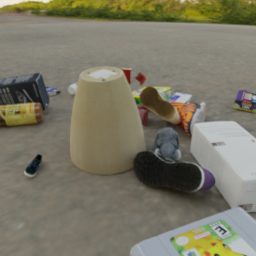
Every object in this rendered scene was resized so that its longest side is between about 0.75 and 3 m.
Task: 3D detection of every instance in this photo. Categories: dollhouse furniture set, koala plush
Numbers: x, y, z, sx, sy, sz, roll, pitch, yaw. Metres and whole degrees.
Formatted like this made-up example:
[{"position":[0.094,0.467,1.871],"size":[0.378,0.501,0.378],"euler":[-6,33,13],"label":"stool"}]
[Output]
[{"position":[0.232,-1.193,10.833],"size":[1.122,2.085,0.848],"euler":[5,27,7],"label":"dollhouse furniture set"},{"position":[1.202,0.610,8.690],"size":[0.906,0.939,1.022],"euler":[4,40,6],"label":"koala plush"}]

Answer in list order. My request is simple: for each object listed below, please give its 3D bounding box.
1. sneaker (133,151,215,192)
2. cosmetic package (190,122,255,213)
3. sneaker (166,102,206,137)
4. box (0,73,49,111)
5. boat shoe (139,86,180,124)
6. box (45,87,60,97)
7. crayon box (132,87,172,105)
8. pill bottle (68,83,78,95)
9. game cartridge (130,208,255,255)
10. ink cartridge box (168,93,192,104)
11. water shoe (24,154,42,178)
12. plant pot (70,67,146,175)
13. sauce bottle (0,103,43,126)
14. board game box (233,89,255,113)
[{"position":[1.173,1.241,7.524],"size":[1.028,0.889,2.347],"euler":[17,-3,-44],"label":"sneaker"},{"position":[2.963,0.907,7.738],"size":[1.500,1.092,2.951],"euler":[-5,26,-11],"label":"cosmetic package"},{"position":[2.048,-0.341,10.575],"size":[1.509,1.045,2.693],"euler":[5,16,19],"label":"sneaker"},{"position":[-4.440,-1.403,11.781],"size":[1.872,1.385,0.976],"euler":[-8,32,-1],"label":"box"},{"position":[1.184,-0.853,10.699],"size":[0.812,0.731,2.250],"euler":[-47,41,4],"label":"boat shoe"},{"position":[-4.196,-1.897,14.445],"size":[1.234,0.200,0.747],"euler":[17,31,34],"label":"box"},{"position":[0.908,-1.422,12.840],"size":[1.505,0.509,1.745],"euler":[10,27,41],"label":"crayon box"},{"position":[-2.624,-1.967,14.094],"size":[0.520,0.520,0.932],"euler":[9,22,18],"label":"pill bottle"},{"position":[1.669,2.524,5.124],"size":[2.801,0.567,1.868],"euler":[-11,32,-22],"label":"game cartridge"},{"position":[2.311,-1.197,12.883],"size":[0.811,0.320,1.630],"euler":[14,31,27],"label":"ink cartridge box"},{"position":[-2.752,1.072,8.137],"size":[0.319,0.352,0.891],"euler":[21,24,-9],"label":"water shoe"},{"position":[-0.694,-0.398,8.413],"size":[2.447,2.613,2.447],"euler":[-2,31,1],"label":"plant pot"},{"position":[-4.621,-0.471,10.841],"size":[2.516,0.830,0.830],"euler":[-7,27,-11],"label":"sauce bottle"},{"position":[5.542,-1.212,12.659],"size":[1.301,0.446,1.574],"euler":[16,31,19],"label":"board game box"}]
